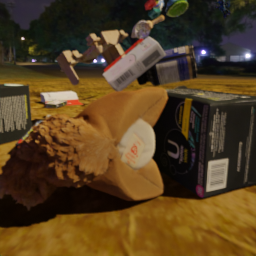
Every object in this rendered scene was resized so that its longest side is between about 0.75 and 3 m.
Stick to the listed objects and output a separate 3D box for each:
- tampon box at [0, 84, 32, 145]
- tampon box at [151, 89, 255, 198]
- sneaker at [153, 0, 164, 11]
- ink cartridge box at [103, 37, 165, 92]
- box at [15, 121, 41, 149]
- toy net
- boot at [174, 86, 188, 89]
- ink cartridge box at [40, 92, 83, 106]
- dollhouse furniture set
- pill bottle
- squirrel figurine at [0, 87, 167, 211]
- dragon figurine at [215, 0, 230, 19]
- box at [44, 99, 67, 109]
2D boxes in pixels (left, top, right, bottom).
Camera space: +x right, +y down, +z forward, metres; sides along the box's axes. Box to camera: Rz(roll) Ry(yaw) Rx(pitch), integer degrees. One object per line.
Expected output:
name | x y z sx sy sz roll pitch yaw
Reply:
tampon box | -4.454 -0.397 8.060 1.954 1.646 2.608 8 15 31
tampon box | 1.379 0.113 5.712 1.399 1.660 2.216 -6 14 -25
sneaker | 0.992 -4.155 9.221 0.344 0.383 0.930 -11 46 32
ink cartridge box | -0.027 -1.748 7.055 1.445 0.507 1.778 -39 37 6
box | -2.327 0.232 7.708 0.892 0.281 1.620 2 23 2
toy net | 0.743 -3.284 8.523 1.125 0.414 2.144 -9 -16 -43
boot | 2.563 -1.774 16.085 1.934 1.083 2.796 3 -1 33
ink cartridge box | -3.959 -1.741 16.565 1.985 0.697 2.443 -7 11 -26
dollhouse furniture set | -0.877 -2.395 9.751 1.467 1.253 2.830 -29 2 37
pill bottle | 1.455 -2.335 10.847 2.277 1.273 1.273 -8 10 14
squirrel figurine | -0.936 0.299 4.879 2.441 1.851 2.615 3 8 44
dragon figurine | 2.661 -3.415 7.788 0.410 0.243 0.825 45 -3 26
box | -3.908 -1.309 15.166 0.743 0.234 1.350 6 16 12
